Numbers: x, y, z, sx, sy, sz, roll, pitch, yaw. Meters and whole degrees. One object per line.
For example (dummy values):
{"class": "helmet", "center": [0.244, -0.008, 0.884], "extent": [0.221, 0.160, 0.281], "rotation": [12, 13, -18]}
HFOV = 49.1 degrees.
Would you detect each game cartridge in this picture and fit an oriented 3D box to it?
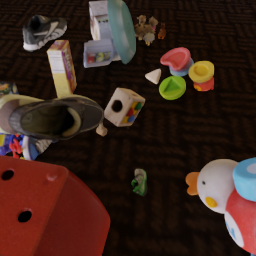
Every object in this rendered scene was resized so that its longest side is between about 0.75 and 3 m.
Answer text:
{"class": "game cartridge", "center": [-1.098, -2.777, 10.538], "extent": [1.098, 1.650, 0.337], "rotation": [-14, 79, -12]}

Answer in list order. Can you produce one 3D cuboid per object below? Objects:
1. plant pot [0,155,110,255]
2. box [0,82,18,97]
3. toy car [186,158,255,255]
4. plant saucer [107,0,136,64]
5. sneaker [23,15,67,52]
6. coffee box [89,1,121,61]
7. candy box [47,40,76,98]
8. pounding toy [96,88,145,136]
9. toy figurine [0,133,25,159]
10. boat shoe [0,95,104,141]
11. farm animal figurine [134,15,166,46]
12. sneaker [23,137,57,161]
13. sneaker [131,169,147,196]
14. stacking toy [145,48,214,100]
{"class": "plant pot", "center": [-2.104, 2.054, 5.110], "extent": [2.907, 2.564, 2.910], "rotation": [9, 46, 8]}
{"class": "box", "center": [-5.348, -0.836, 9.340], "extent": [2.713, 0.511, 1.853], "rotation": [3, 46, 3]}
{"class": "toy car", "center": [2.300, 1.473, 6.141], "extent": [2.604, 2.400, 2.303], "rotation": [1, 27, 47]}
{"class": "plant saucer", "center": [-0.155, -3.792, 10.767], "extent": [0.462, 2.572, 2.572], "rotation": [-9, 44, 14]}
{"class": "sneaker", "center": [-3.658, -4.505, 12.420], "extent": [0.888, 1.209, 2.671], "rotation": [22, 50, 19]}
{"class": "coffee box", "center": [-0.923, -4.179, 11.915], "extent": [1.044, 1.478, 2.615], "rotation": [-9, 47, -10]}
{"class": "candy box", "center": [-2.211, -1.993, 9.533], "extent": [0.480, 1.699, 0.991], "rotation": [1, 36, 5]}
{"class": "pounding toy", "center": [-0.304, -0.338, 8.357], "extent": [0.714, 1.560, 1.370], "rotation": [35, 16, 19]}
{"class": "toy figurine", "center": [-3.621, 0.217, 7.951], "extent": [1.319, 1.161, 2.202], "rotation": [-11, 46, -3]}
{"class": "boat shoe", "center": [-1.452, -0.163, 6.211], "extent": [0.974, 1.059, 2.964], "rotation": [22, 13, 32]}
{"class": "farm animal figurine", "center": [0.859, -4.643, 12.784], "extent": [1.682, 0.877, 1.664], "rotation": [34, 55, 29]}
{"class": "sneaker", "center": [-2.364, 0.325, 8.145], "extent": [1.088, 0.598, 1.486], "rotation": [-6, 41, 0]}
{"class": "sneaker", "center": [0.271, 1.344, 7.201], "extent": [0.355, 0.325, 0.832], "rotation": [23, 30, -19]}
{"class": "stacking toy", "center": [1.935, -1.809, 10.380], "extent": [1.987, 0.927, 2.195], "rotation": [-38, 49, 1]}
